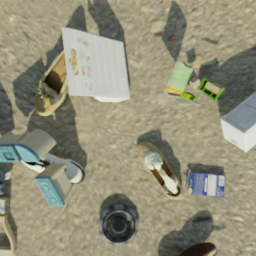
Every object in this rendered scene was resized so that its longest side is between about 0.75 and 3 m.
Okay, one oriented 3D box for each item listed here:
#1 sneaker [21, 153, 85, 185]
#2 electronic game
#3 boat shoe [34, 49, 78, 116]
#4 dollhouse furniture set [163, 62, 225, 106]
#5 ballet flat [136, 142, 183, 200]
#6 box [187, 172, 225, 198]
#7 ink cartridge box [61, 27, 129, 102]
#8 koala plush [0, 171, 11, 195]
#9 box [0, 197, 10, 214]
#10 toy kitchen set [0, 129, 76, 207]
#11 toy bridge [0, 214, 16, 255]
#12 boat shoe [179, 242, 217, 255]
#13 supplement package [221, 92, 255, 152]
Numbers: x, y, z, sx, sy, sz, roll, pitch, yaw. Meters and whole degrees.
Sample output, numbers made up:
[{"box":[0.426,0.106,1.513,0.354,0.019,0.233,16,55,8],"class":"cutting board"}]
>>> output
[{"box":[-2.496,1.256,8.986,2.306,0.922,0.850,21,85,0],"class":"sneaker"},{"box":[-0.313,3.170,9.164,1.338,0.278,1.338,0,88,-5],"class":"electronic game"},{"box":[-2.378,-1.512,9.032,0.927,0.793,2.529,31,102,2],"class":"boat shoe"},{"box":[2.064,-1.237,8.561,0.779,2.018,1.009,42,116,36],"class":"dollhouse furniture set"},{"box":[1.072,1.362,9.061,0.782,0.724,2.217,-38,87,-3],"class":"ballet flat"},{"box":[2.564,1.876,9.289,1.234,0.200,0.748,6,86,-1],"class":"box"},{"box":[-1.032,-1.809,8.580,0.612,2.440,1.979,-10,85,44],"class":"ink cartridge box"},{"box":[-4.255,1.749,9.159,0.690,0.716,0.779,6,65,12],"class":"koala plush"},{"box":[-4.610,2.526,9.136,1.338,0.430,0.469,0,86,1],"class":"box"},{"box":[-3.405,1.445,8.368,2.798,1.648,2.241,-4,120,29],"class":"toy kitchen set"},{"box":[-4.084,4.011,9.098,0.779,0.315,2.316,2,86,0],"class":"toy bridge"},{"box":[1.976,4.386,8.943,2.002,0.740,0.741,-27,100,5],"class":"boat shoe"},{"box":[3.815,-0.237,8.571,1.650,0.904,0.939,-36,43,-9],"class":"supplement package"}]
